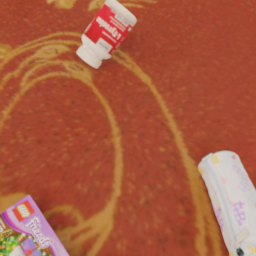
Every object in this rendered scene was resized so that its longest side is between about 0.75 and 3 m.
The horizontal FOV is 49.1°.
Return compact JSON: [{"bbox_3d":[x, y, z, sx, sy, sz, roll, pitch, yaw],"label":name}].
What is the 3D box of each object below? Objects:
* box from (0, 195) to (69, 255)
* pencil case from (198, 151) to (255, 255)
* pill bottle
[{"bbox_3d":[-2.144,3.107,5.640,2.028,0.579,2.963,-34,60,-23],"label":"box"},{"bbox_3d":[2.416,1.771,6.369,1.135,1.040,2.502,11,48,-24],"label":"pencil case"},{"bbox_3d":[-0.760,-3.018,9.116,2.041,1.146,1.146,-51,60,14],"label":"pill bottle"}]
